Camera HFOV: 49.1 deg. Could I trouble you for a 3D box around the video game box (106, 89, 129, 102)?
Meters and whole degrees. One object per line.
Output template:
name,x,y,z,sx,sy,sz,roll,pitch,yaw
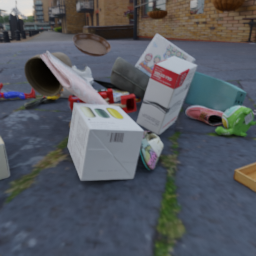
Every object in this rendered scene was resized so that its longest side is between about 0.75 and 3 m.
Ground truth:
video game box,-0.726,-1.675,14.206,1.107,0.284,1.215,14,25,30

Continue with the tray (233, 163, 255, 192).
tray,3.559,1.168,7.124,1.604,0.297,0.791,-11,24,-27

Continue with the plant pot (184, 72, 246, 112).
plant pot,3.703,-1.352,11.635,1.391,1.392,1.969,3,17,-47

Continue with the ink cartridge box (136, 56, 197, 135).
ink cartridge box,1.287,-1.105,9.429,0.933,2.228,1.608,28,33,20

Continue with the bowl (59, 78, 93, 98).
bowl,-3.004,-2.110,14.648,2.086,0.780,2.089,5,23,12

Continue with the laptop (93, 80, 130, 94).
laptop,-0.411,-2.537,15.113,1.912,1.114,2.157,15,-4,35

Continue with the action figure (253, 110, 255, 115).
action figure,6.091,-0.786,11.472,1.560,1.403,2.095,38,32,-9

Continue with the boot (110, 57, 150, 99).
boot,0.604,-2.278,12.014,1.007,2.524,2.777,-12,48,-47

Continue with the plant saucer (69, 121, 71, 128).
plant saucer,-1.315,-0.255,10.706,1.888,0.278,1.888,-1,23,0

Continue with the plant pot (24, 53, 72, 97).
plant pot,-2.811,-2.136,10.445,1.547,1.547,1.343,8,36,20

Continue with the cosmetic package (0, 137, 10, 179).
cosmetic package,-4.343,0.522,7.759,1.449,1.023,2.800,-14,26,-30

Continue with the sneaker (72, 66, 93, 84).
sneaker,-3.449,-2.998,16.294,2.782,1.212,1.037,-6,23,-11

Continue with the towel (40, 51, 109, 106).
towel,-1.491,-1.304,8.650,2.096,0.354,2.195,49,9,35

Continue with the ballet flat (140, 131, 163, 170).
ballet flat,0.624,0.506,8.088,0.691,0.671,1.942,-29,20,4

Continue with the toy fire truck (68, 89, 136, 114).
toy fire truck,-1.016,-0.914,10.336,2.388,0.582,1.684,-10,23,-8

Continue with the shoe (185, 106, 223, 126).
shoe,2.980,-0.479,10.853,1.538,0.550,0.700,11,18,15

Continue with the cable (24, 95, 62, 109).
cable,-4.091,-1.360,13.162,0.924,0.479,1.903,19,29,39

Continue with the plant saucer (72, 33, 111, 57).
plant saucer,-1.213,-2.727,9.286,1.283,0.221,1.283,12,43,-12

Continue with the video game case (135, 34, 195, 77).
video game case,1.485,-2.719,12.289,2.199,2.002,0.261,43,18,24

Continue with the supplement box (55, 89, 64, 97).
supplement box,-3.132,-1.946,11.433,0.800,0.467,1.270,8,55,-36

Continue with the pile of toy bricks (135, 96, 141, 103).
pile of toy bricks,1.036,-1.571,13.155,2.218,1.230,1.095,-8,-22,15

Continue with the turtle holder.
turtle holder,3.740,-0.177,9.815,0.969,1.275,0.906,24,7,-35

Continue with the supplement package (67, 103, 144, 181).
supplement package,-0.691,0.311,7.430,1.396,1.386,1.840,3,22,-24

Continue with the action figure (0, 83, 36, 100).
action figure,-5.903,-1.896,13.655,2.465,1.220,0.804,-12,24,-22
